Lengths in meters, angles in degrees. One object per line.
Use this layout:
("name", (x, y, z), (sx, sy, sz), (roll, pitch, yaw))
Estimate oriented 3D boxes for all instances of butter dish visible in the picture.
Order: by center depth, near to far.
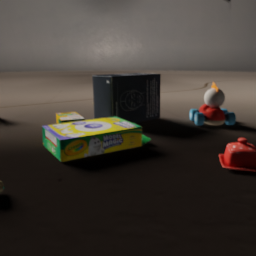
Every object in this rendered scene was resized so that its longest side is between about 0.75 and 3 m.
("butter dish", (2.554, 0.552, 6.308), (0.885, 0.656, 0.887), (4, 15, 12))

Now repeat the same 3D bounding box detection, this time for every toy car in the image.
("toy car", (3.120, -0.930, 10.329), (1.403, 1.523, 1.347), (0, 14, -2))

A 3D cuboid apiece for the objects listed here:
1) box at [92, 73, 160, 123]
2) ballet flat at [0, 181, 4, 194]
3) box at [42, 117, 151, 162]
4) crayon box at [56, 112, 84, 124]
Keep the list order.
("box", (-0.022, -1.154, 10.691), (2.379, 1.765, 1.274), (-11, 17, -38))
("ballet flat", (-2.916, 1.058, 4.950), (1.412, 0.479, 0.532), (3, -9, -6))
("box", (-0.829, 0.207, 7.734), (2.663, 0.644, 1.562), (-7, 16, -32))
("crayon box", (-2.134, -0.282, 10.196), (0.814, 0.334, 1.295), (-6, 16, -22))
